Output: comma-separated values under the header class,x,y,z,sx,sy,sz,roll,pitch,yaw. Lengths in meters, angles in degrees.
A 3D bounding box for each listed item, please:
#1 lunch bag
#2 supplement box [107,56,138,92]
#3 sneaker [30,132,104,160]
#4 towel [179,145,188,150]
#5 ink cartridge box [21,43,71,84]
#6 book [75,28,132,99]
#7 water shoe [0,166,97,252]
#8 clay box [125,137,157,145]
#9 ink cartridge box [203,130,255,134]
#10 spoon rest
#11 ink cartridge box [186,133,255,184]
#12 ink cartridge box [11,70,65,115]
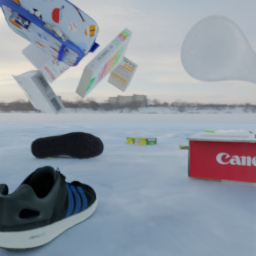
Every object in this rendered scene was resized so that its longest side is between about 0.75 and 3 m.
class,x,y,z,sx,sy,sz,roll,pitch,yaw
lunch bag,-1.855,-2.433,6.920,2.261,1.066,2.821,33,-3,-17
supplement box,-0.244,-2.165,11.205,0.864,0.504,1.372,33,-31,1
sneaker,-1.997,0.540,9.378,2.511,0.901,1.040,0,3,8
towel,2.735,0.813,11.806,1.147,0.131,0.824,0,3,6
ink cartridge box,-2.307,-2.663,9.511,2.119,0.877,1.552,-43,-8,-6
book,-0.673,-1.798,7.663,0.458,1.904,1.272,38,-32,-2
water shoe,-0.908,0.866,3.689,0.705,0.778,1.971,1,3,13
clay box,0.577,0.615,13.636,1.455,0.346,0.836,4,4,43
ink cartridge box,4.148,0.502,10.910,1.955,0.821,1.422,-1,3,-20
spoon rest,1.891,-1.152,4.842,2.409,1.197,0.730,37,23,32
ink cartridge box,2.558,0.647,6.160,2.328,0.976,2.044,1,3,24
ink cartridge box,-2.065,-0.833,6.383,0.316,1.021,1.259,-42,35,-22
